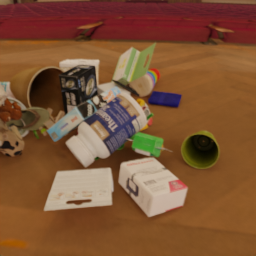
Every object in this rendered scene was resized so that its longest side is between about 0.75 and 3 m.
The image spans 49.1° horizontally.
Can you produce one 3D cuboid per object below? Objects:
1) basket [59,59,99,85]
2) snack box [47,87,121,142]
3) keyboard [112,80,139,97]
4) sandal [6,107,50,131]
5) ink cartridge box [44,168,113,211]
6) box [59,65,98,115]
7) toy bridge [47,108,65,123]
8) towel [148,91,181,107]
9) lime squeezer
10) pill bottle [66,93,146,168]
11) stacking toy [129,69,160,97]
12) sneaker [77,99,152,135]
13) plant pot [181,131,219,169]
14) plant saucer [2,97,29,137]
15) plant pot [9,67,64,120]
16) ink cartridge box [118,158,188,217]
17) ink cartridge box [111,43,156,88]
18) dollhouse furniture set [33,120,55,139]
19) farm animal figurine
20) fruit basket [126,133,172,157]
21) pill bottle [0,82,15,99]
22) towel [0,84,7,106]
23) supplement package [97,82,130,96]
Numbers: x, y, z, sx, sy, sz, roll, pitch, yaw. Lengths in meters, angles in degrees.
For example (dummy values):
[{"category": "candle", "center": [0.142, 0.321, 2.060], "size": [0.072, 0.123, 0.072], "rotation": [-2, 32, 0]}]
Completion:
[{"category": "basket", "center": [-2.494, -2.786, 14.726], "size": [1.855, 1.505, 1.872], "rotation": [0, 17, 0]}, {"category": "snack box", "center": [-1.514, -0.587, 10.472], "size": [1.688, 0.539, 2.905], "rotation": [-32, 4, 34]}, {"category": "keyboard", "center": [-0.046, -1.901, 12.841], "size": [1.458, 0.289, 0.759], "rotation": [36, 10, 31]}, {"category": "sandal", "center": [-3.849, -0.331, 10.519], "size": [0.655, 0.911, 2.296], "rotation": [2, 3, 33]}, {"category": "ink cartridge box", "center": [-1.198, 1.710, 7.381], "size": [1.613, 0.499, 1.989], "rotation": [-4, 20, -4]}, {"category": "box", "center": [-2.069, -1.532, 12.148], "size": [0.868, 2.017, 1.651], "rotation": [9, 29, 19]}, {"category": "toy bridge", "center": [-2.871, -0.440, 11.752], "size": [1.625, 0.221, 0.546], "rotation": [12, 72, 29]}, {"category": "towel", "center": [1.793, -1.362, 13.659], "size": [1.502, 0.372, 1.109], "rotation": [9, 36, 16]}, {"category": "lime squeezer", "center": [-0.153, 0.307, 9.760], "size": [2.467, 0.871, 0.465], "rotation": [-37, 66, -5]}, {"category": "pill bottle", "center": [-0.717, 0.097, 8.994], "size": [2.463, 1.367, 1.367], "rotation": [-39, 41, -15]}, {"category": "stacking toy", "center": [1.105, -2.622, 15.330], "size": [1.249, 1.249, 2.927], "rotation": [10, 23, 18]}, {"category": "sneaker", "center": [-0.563, -0.313, 10.559], "size": [2.871, 1.180, 1.118], "rotation": [-20, 32, -9]}, {"category": "plant pot", "center": [2.455, 0.605, 9.306], "size": [1.179, 1.179, 1.135], "rotation": [11, 18, 19]}, {"category": "plant saucer", "center": [-4.548, -0.336, 10.719], "size": [0.423, 1.685, 1.685], "rotation": [-22, 15, 33]}, {"category": "plant pot", "center": [-4.105, -1.697, 12.418], "size": [2.404, 2.241, 2.241], "rotation": [17, 32, 37]}, {"category": "ink cartridge box", "center": [0.626, 1.551, 7.702], "size": [1.163, 0.677, 1.606], "rotation": [-6, 27, -31]}, {"category": "ink cartridge box", "center": [0.180, -3.160, 14.044], "size": [0.626, 1.901, 2.612], "rotation": [26, -21, -24]}, {"category": "dollhouse furniture set", "center": [-3.141, 0.067, 10.575], "size": [0.835, 0.323, 0.418], "rotation": [-34, 44, -25]}, {"category": "farm animal figurine", "center": [-4.561, 0.371, 8.483], "size": [2.842, 2.295, 1.429], "rotation": [-15, 57, -34]}, {"category": "fruit basket", "center": [0.693, 0.607, 8.977], "size": [1.266, 0.641, 1.367], "rotation": [15, -8, 21]}, {"category": "pill bottle", "center": [-6.159, -1.803, 13.836], "size": [1.640, 0.909, 0.909], "rotation": [-1, 28, -1]}, {"category": "towel", "center": [-4.549, -0.650, 8.385], "size": [1.492, 2.251, 0.388], "rotation": [52, 14, 26]}, {"category": "supplement package", "center": [-0.709, -1.362, 12.948], "size": [0.968, 0.964, 1.650], "rotation": [-18, 34, -27]}]
